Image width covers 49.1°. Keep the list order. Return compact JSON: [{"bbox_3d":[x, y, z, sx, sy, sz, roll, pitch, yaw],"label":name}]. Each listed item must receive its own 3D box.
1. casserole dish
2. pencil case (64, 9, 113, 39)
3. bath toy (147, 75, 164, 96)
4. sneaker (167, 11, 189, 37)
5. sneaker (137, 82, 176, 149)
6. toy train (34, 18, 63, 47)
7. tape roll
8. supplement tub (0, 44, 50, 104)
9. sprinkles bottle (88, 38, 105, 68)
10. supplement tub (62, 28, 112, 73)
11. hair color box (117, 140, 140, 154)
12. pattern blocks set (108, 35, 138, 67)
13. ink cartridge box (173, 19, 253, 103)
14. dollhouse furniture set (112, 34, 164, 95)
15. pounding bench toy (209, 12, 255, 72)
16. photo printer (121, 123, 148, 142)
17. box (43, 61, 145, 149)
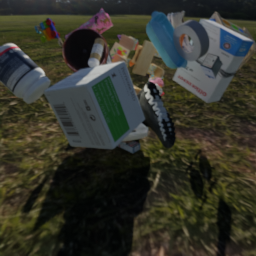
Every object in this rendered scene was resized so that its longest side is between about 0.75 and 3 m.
[{"bbox_3d":[1.121,-2.502,8.207,0.353,1.818,1.101,-20,23,44],"label":"casserole dish"},{"bbox_3d":[-1.546,-3.856,11.147,1.977,0.818,0.855,-34,62,7],"label":"pencil case"},{"bbox_3d":[1.224,-1.858,12.101,0.700,0.824,1.895,19,27,-4],"label":"bath toy"},{"bbox_3d":[2.288,-3.893,11.769,0.809,1.973,0.737,-10,36,28],"label":"sneaker"},{"bbox_3d":[0.673,-0.252,7.589,0.843,1.863,0.619,-30,-16,36],"label":"sneaker"},{"bbox_3d":[-3.151,-3.614,11.225,0.763,1.319,0.558,-22,9,7],"label":"toy train"},{"bbox_3d":[1.763,-2.444,7.900,0.358,1.083,1.083,-33,38,-21],"label":"tape roll"},{"bbox_3d":[-2.746,-1.359,7.090,1.332,0.935,0.935,43,33,-2],"label":"supplement tub"},{"bbox_3d":[-0.845,-2.006,7.505,0.284,0.284,0.832,6,63,11],"label":"sprinkles bottle"},{"bbox_3d":[-1.219,-2.221,9.158,1.359,1.359,2.541,0,1,0],"label":"supplement tub"},{"bbox_3d":[-0.002,0.612,10.252,0.841,0.255,0.416,22,33,38],"label":"hair color box"},{"bbox_3d":[-0.476,-3.633,14.036,1.755,1.997,0.162,17,34,-1],"label":"pattern blocks set"},{"bbox_3d":[2.658,-2.132,9.052,1.580,2.158,0.927,40,34,28],"label":"ink cartridge box"},{"bbox_3d":[0.553,-1.961,10.040,1.961,2.135,1.389,2,28,-43],"label":"dollhouse furniture set"},{"bbox_3d":[3.382,-2.944,10.976,1.792,2.298,1.427,17,45,-20],"label":"pounding bench toy"},{"bbox_3d":[-0.260,-0.084,10.530,1.899,0.793,2.283,-5,13,-3],"label":"photo printer"},{"bbox_3d":[-0.805,-0.547,6.997,1.681,1.673,1.440,0,31,41],"label":"box"}]
